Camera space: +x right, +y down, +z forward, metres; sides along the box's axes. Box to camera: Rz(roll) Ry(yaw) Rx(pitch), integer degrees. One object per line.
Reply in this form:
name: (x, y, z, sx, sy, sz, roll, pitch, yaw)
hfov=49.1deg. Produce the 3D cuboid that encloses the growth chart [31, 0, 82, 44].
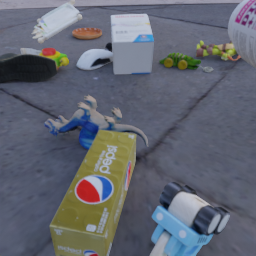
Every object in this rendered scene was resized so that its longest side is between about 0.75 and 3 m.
growth chart: (-1.645, -2.445, 6.346, 1.211, 0.148, 1.674, -29, 39, 1)

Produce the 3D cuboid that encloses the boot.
boot: (-3.938, -2.494, 10.607, 2.626, 1.017, 1.816, -1, 30, -4)

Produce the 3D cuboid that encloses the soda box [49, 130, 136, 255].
soda box: (-0.507, 1.126, 5.379, 0.888, 0.839, 2.623, 8, 35, 9)

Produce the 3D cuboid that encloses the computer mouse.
computer mouse: (-1.022, -3.094, 11.748, 1.451, 0.581, 2.646, 26, 42, 31)

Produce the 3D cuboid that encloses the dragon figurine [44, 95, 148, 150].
dragon figurine: (-0.769, 0.058, 7.003, 2.560, 1.273, 0.753, 23, 35, 0)

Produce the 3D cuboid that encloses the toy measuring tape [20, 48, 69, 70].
toy measuring tape: (-3.465, -2.749, 11.029, 2.495, 0.918, 0.918, 15, 37, 21)

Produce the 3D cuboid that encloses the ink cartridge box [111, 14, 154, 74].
ink cartridge box: (0.112, -3.270, 10.870, 1.472, 1.446, 1.999, -2, 49, -2)

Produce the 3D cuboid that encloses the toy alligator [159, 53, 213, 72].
toy alligator: (2.307, -2.686, 11.201, 2.182, 0.524, 0.723, 13, 37, 18)

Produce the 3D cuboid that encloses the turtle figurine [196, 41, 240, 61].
turtle figurine: (4.073, -3.401, 11.972, 2.039, 0.814, 2.529, 8, 47, 28)

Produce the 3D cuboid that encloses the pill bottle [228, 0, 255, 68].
pill bottle: (3.131, -1.976, 5.824, 1.618, 1.618, 2.855, 2, 26, 2)

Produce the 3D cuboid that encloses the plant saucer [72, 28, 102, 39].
plant saucer: (-2.149, -4.972, 14.783, 1.536, 0.248, 1.536, 1, 35, -1)

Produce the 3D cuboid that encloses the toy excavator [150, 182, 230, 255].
toy excavator: (0.618, 1.841, 4.377, 0.906, 1.813, 1.763, 29, 1, 37)
